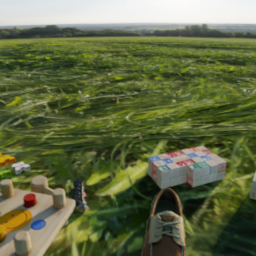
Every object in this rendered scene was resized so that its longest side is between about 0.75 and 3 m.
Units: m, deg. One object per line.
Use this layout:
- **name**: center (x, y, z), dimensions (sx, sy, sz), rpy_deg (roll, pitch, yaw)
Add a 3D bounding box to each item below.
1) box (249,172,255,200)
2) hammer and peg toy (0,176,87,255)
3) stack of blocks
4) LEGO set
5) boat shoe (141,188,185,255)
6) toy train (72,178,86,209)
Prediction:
- **box**: center (3.981, 1.646, 7.218), dimensions (1.450, 0.564, 0.689), rpy_deg (14, 27, 30)
- **hammer and peg toy**: center (-2.211, 1.841, 6.256), dimensions (2.002, 0.960, 2.722), rpy_deg (7, 24, 15)
- **stack of blocks**: center (1.710, 1.187, 8.265), dimensions (1.979, 0.580, 1.140), rpy_deg (-9, 25, -21)
- **LEGO set**: center (-3.932, 1.130, 8.323), dimensions (1.739, 0.663, 0.714), rpy_deg (-18, 29, -38)
- **boat shoe**: center (0.727, 2.118, 5.710), dimensions (0.903, 0.881, 2.387), rpy_deg (2, 23, 4)
- **toy train**: center (-1.254, 1.691, 7.209), dimensions (0.251, 0.338, 1.474), rpy_deg (-33, 15, -2)
